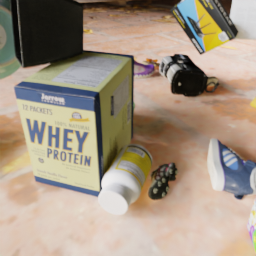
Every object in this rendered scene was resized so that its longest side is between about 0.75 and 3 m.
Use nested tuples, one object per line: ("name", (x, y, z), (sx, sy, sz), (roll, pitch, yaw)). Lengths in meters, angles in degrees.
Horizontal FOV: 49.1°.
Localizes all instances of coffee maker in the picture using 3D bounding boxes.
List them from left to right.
("coffee maker", (2.443, -2.191, 11.901), (1.956, 1.371, 2.036), (24, 26, -22))

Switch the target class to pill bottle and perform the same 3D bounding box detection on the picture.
("pill bottle", (-0.062, 1.183, 6.593), (0.930, 0.930, 1.671), (10, 33, 16))

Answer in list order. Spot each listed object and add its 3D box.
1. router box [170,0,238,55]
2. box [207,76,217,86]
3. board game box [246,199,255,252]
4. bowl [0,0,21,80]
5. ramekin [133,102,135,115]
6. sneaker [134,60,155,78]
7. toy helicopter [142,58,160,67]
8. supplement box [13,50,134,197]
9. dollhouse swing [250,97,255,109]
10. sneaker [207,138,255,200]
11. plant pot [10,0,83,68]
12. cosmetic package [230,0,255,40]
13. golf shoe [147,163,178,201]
("router box", (2.105, -2.962, 7.782), (1.191, 1.597, 0.408), (-18, 30, 50))
("box", (3.494, -2.033, 12.299), (0.754, 0.358, 0.293), (-5, 32, -11))
("board game box", (2.874, 2.198, 4.995), (0.878, 0.894, 1.705), (1, 31, 4))
("bowl", (-3.826, -2.532, 7.660), (2.781, 2.781, 1.455), (-22, 30, -31))
("ramekin", (-0.408, -0.520, 9.596), (1.305, 0.638, 1.305), (0, 32, 0))
("sneaker", (0.209, -2.878, 13.091), (2.167, 0.958, 0.872), (-4, 31, -9))
("toy helicopter", (1.371, -3.237, 14.237), (1.369, 0.540, 0.905), (4, 21, -14))
("supplement box", (-1.092, -0.269, 7.220), (1.821, 2.712, 2.709), (10, 33, 15))
("dollhouse swing", (6.227, -1.585, 9.754), (2.621, 2.304, 2.382), (-13, 35, -19))
("sneaker", (2.793, 0.980, 7.115), (1.354, 0.745, 1.849), (5, 32, 6))
("plant pot", (-1.957, -2.441, 6.808), (1.502, 1.693, 1.689), (-6, 24, -25))
("cosmetic package", (4.259, -3.550, 9.039), (1.835, 1.384, 0.474), (13, 17, 26))
("golf shoe", (0.762, 1.334, 6.927), (0.557, 0.488, 1.265), (-5, 24, 39))
